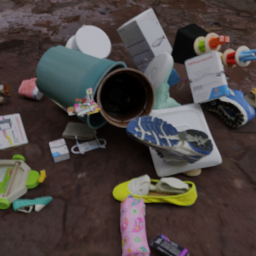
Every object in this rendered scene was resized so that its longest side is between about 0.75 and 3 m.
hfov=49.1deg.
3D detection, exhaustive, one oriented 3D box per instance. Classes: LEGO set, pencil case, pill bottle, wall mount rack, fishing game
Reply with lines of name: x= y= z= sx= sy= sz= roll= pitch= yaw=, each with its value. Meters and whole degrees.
LEGO set: x=-1.263 y=-0.714 z=7.799 sx=0.790 sy=0.639 sz=1.718 roll=-18 pitch=11 yaw=-19
pencil case: x=0.151 y=2.580 z=7.206 sx=0.719 sy=0.719 sz=1.644 roll=-1 pitch=40 yaw=-1
pill bottle: x=-1.905 y=-2.732 z=11.399 sx=1.654 sy=2.894 sz=1.654 roll=9 pitch=70 yaw=-27
wall mount rack: x=-1.318 y=0.595 z=9.616 sx=1.247 sy=0.465 sz=1.083 roll=-16 pitch=40 yaw=-17
fishing game: x=1.196 y=-1.799 z=9.702 sx=1.668 sy=1.195 sz=0.259 roll=20 pitch=62 yaw=-2

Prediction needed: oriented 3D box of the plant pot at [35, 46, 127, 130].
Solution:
plant pot: x=-1.642 y=-1.509 z=9.438 sx=2.357 sy=2.407 sz=2.407 roll=26 pitch=47 yaw=14

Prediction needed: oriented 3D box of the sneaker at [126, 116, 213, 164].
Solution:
sneaker: x=1.048 y=0.508 z=7.729 sx=2.505 sy=1.067 sz=0.965 roll=17 pitch=44 yaw=-15

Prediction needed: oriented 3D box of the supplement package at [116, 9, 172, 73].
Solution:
supplement package: x=0.796 y=-3.806 z=12.454 sx=1.315 sy=2.243 sz=1.311 roll=-8 pitch=32 yaw=48

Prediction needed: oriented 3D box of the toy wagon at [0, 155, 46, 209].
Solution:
toy wagon: x=-3.670 y=1.617 z=8.494 sx=2.336 sy=0.462 sz=1.813 roll=0 pitch=42 yaw=-2

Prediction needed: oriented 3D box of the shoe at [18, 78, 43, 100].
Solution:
shoe: x=-4.033 y=-2.032 z=12.438 sx=0.909 sy=0.714 sz=1.999 roll=12 pitch=46 yaw=7

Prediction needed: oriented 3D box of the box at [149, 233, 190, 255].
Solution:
box: x=1.027 y=2.975 z=6.920 sx=0.877 sy=0.158 sz=0.627 roll=26 pitch=8 yaw=26

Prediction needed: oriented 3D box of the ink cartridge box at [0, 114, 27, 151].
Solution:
ink cartridge box: x=-3.518 y=0.169 z=7.660 sx=0.540 sy=0.897 sz=1.234 roll=-17 pitch=-1 yaw=37

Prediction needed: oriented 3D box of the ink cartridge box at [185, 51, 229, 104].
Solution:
ink cartridge box: x=2.535 y=-1.593 z=9.002 sx=1.039 sy=1.419 sz=0.609 roll=-14 pitch=-4 yaw=33

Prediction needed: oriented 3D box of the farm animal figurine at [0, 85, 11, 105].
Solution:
farm animal figurine: x=-5.497 y=-1.201 z=11.589 sx=1.338 sy=0.705 sz=1.353 roll=22 pitch=52 yaw=40

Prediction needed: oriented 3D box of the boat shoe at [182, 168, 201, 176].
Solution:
boat shoe: x=1.901 y=0.547 z=9.436 sx=0.830 sy=0.752 sz=2.330 roll=-5 pitch=46 yaw=-6

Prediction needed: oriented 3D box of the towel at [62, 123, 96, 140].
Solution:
towel: x=-1.780 y=0.117 z=10.403 sx=1.158 sy=0.200 sz=0.767 roll=5 pitch=40 yaw=7

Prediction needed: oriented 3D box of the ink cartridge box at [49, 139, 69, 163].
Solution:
ink cartridge box: x=-2.393 y=0.714 z=9.629 sx=0.527 sy=0.308 sz=0.909 roll=-16 pitch=44 yaw=-17

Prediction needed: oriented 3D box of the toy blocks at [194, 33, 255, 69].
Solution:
toy blocks: x=3.139 y=-2.478 z=8.916 sx=0.644 sy=1.479 sz=1.774 roll=-59 pitch=22 yaw=-7

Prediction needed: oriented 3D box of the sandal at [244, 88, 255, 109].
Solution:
sandal: x=5.555 y=-1.467 z=11.918 sx=0.826 sy=0.555 sz=2.057 roll=29 pitch=49 yaw=29

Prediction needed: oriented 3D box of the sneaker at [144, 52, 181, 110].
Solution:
sneaker: x=1.268 y=-1.206 z=9.512 sx=1.640 sy=2.780 sz=1.023 roll=7 pitch=42 yaw=-19

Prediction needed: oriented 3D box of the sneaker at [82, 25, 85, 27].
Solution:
sneaker: x=-1.635 y=-3.922 z=11.365 sx=0.266 sy=0.354 sz=0.757 roll=-40 pitch=54 yaw=4

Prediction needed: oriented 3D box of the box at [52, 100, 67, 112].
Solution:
box: x=-2.466 y=-1.219 z=11.163 sx=0.937 sy=0.825 sz=0.453 roll=39 pitch=9 yaw=9

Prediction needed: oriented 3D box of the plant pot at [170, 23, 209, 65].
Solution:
plant pot: x=2.511 y=-3.071 z=10.653 sx=1.152 sy=1.299 sz=1.296 roll=31 pitch=43 yaw=25

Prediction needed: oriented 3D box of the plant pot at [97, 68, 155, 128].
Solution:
plant pot: x=-0.257 y=-1.011 z=9.022 sx=1.751 sy=1.751 sz=1.734 roll=-12 pitch=13 yaw=-13

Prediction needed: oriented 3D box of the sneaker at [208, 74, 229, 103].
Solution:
sneaker: x=3.142 y=-1.560 z=10.496 sx=0.835 sy=0.966 sz=2.205 roll=25 pitch=27 yaw=18

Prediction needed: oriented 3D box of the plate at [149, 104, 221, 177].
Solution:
plate: x=1.687 y=0.255 z=8.867 sx=2.230 sy=0.360 sz=2.225 roll=-10 pitch=69 yaw=-15

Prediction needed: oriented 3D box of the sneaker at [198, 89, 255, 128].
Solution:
sneaker: x=3.864 y=-1.109 z=11.304 sx=1.280 sy=1.128 sz=2.872 roll=-12 pitch=47 yaw=-31

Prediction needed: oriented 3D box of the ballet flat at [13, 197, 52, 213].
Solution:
ballet flat: x=-2.707 y=2.206 z=7.961 sx=1.096 sy=0.369 sz=0.386 roll=-5 pitch=66 yaw=-5

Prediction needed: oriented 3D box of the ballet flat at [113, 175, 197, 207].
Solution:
ballet flat: x=0.763 y=1.740 z=8.080 sx=2.430 sy=0.814 sz=0.812 roll=4 pitch=41 yaw=5
